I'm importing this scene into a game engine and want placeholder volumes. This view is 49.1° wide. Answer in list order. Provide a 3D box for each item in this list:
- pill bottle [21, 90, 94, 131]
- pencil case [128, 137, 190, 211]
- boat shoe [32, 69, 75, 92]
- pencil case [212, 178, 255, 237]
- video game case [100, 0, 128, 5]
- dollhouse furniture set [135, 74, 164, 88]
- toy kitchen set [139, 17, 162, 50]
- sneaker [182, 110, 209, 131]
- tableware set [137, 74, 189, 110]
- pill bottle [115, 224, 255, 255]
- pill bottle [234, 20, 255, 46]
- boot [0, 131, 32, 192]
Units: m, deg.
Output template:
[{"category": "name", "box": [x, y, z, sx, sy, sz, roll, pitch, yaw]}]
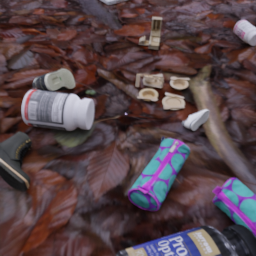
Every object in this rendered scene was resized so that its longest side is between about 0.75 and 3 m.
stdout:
[{"category": "pill bottle", "box": [-2.191, -0.528, 8.938, 2.041, 1.182, 1.182, 7, 45, 7]}, {"category": "pencil case", "box": [0.846, 1.161, 7.355, 0.885, 0.961, 2.080, 25, 50, 18]}, {"category": "boat shoe", "box": [-2.542, -1.637, 9.887, 0.708, 0.752, 2.093, -12, 9, 19]}, {"category": "pencil case", "box": [2.912, 2.131, 6.389, 0.955, 0.879, 2.066, 6, 31, -43]}, {"category": "video game case", "box": [-0.958, -8.525, 17.877, 2.195, 0.276, 2.412, -25, 48, -24]}, {"category": "dollhouse furniture set", "box": [0.820, -1.801, 10.856, 1.026, 0.454, 0.532, 6, 18, -3]}, {"category": "toy kitchen set", "box": [1.019, -4.395, 12.990, 0.942, 1.041, 1.154, 7, 48, 4]}, {"category": "sneaker", "box": [2.283, -0.334, 9.325, 1.137, 0.434, 0.458, -31, 35, -33]}, {"category": "tableware set", "box": [1.321, -1.423, 10.538, 1.788, 0.248, 2.141, 10, 45, 10]}, {"category": "pill bottle", "box": [1.180, 2.760, 5.343, 2.640, 1.476, 1.476, -12, 45, -13]}, {"category": "pill bottle", "box": [5.720, -4.527, 13.383, 0.757, 0.757, 1.336, -11, 46, -11]}, {"category": "boot", "box": [-3.076, 0.794, 7.934, 2.021, 0.783, 1.398, 30, 46, 26]}]
